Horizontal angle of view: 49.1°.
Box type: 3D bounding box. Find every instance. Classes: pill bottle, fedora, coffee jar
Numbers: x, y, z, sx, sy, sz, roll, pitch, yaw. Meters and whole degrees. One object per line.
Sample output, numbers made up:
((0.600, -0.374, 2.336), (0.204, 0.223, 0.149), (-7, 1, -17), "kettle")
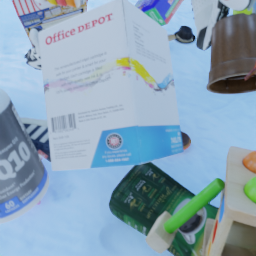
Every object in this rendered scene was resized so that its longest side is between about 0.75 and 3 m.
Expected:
((-2.395, 0.214, 4.530), (1.433, 2.519, 1.433), (-11, 32, 7), "pill bottle")
((2.410, -3.994, 11.795), (1.002, 0.458, 1.002), (0, 48, 0), "fedora")
((1.040, 1.941, 5.901), (2.766, 1.180, 1.442), (31, 61, 26), "coffee jar")

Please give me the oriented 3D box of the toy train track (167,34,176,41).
((0.972, -3.709, 11.594), (1.691, 0.480, 2.948), (-10, 43, 1), "toy train track")

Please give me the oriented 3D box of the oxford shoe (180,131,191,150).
((0.636, 0.114, 7.820), (2.268, 0.823, 0.807), (9, 48, 8), "oxford shoe")

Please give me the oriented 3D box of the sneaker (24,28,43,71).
((-2.465, -2.025, 7.492), (1.015, 1.560, 0.623), (6, 72, 15), "sneaker")

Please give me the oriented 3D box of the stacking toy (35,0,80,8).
((-1.665, -3.101, 6.482), (1.023, 0.747, 0.747), (-11, 49, -2), "stacking toy")

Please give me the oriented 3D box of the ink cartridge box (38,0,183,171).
((-0.220, -0.509, 4.298), (1.516, 2.067, 1.509), (-8, -3, 30), "ink cartridge box")

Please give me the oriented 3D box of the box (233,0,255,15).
((4.094, -3.507, 7.743), (0.600, 1.536, 2.520), (-16, 24, -26), "box")

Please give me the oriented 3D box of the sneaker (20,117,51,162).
((-1.901, 0.296, 5.870), (1.961, 0.735, 0.828), (0, 68, -22), "sneaker")

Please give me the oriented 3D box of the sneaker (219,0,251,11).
((1.577, -2.661, 5.128), (1.498, 0.500, 0.803), (49, 51, -4), "sneaker")

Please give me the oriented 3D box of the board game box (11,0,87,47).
((-2.203, -3.283, 8.279), (1.866, 2.464, 0.570), (-21, 92, -11), "board game box")

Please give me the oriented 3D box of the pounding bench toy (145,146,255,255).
((1.467, 1.217, 3.741), (2.326, 1.815, 1.445), (13, 28, 15), "pounding bench toy")

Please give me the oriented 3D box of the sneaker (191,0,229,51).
((2.189, -3.564, 7.756), (1.166, 2.915, 1.075), (25, 52, 24), "sneaker")

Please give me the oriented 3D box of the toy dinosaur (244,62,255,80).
((2.250, -1.115, 4.609), (1.118, 0.587, 1.014), (3, 22, -10), "toy dinosaur")

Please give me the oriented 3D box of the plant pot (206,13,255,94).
((2.593, -1.719, 6.609), (1.523, 1.523, 1.508), (-1, 80, -1), "plant pot")

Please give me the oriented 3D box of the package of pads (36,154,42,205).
((-3.340, 1.222, 6.754), (2.445, 0.925, 1.473), (-7, 46, -6), "package of pads")

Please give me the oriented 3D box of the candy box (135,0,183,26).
((0.728, -3.318, 7.688), (1.528, 0.588, 1.292), (7, 59, 57), "candy box")
